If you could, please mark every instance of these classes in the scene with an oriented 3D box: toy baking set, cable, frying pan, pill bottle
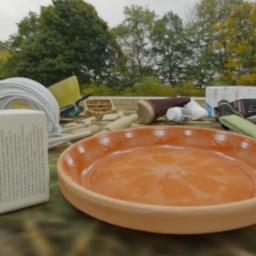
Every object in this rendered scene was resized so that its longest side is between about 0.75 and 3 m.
[{"bbox_3d":[-0.913,0.111,5.822,1.808,0.274,2.356,-8,14,29],"label":"toy baking set"},{"bbox_3d":[-2.260,-0.304,5.971,1.586,1.587,0.549,-9,26,2],"label":"cable"},{"bbox_3d":[-2.622,-0.768,11.615,1.593,0.429,2.633,-14,13,27],"label":"frying pan"},{"bbox_3d":[1.943,-0.487,10.536,0.914,0.530,0.530,4,4,-33],"label":"pill bottle"}]

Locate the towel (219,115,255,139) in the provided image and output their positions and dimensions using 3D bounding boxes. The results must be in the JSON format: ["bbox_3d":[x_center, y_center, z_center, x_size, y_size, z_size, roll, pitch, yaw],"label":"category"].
[{"bbox_3d":[3.001,0.038,7.096,0.931,0.229,1.255,-6,34,-47],"label":"towel"}]

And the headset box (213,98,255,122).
[{"bbox_3d":[4.383,-0.700,10.925,1.228,0.637,1.650,-4,-7,-28],"label":"headset box"}]

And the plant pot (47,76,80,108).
[{"bbox_3d":[-3.255,-1.508,14.119,2.075,1.473,2.075,-26,11,6],"label":"plant pot"}]

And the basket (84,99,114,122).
[{"bbox_3d":[-1.213,-0.753,11.759,1.225,0.912,0.874,-1,8,-15],"label":"basket"}]

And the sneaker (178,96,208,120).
[{"bbox_3d":[2.686,-0.871,12.477,0.927,0.977,2.427,-1,9,-19],"label":"sneaker"}]

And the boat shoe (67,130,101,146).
[{"bbox_3d":[-0.693,0.239,6.051,1.445,0.468,0.520,6,10,29],"label":"boat shoe"}]

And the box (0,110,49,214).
[{"bbox_3d":[-2.170,0.411,2.625,2.675,1.099,0.915,-5,9,-39],"label":"box"}]

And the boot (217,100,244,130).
[{"bbox_3d":[3.431,-0.171,9.344,1.383,0.957,0.536,33,-42,-26],"label":"boot"}]

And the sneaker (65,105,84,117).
[{"bbox_3d":[-2.607,-0.782,13.256,0.671,0.571,1.471,0,15,44],"label":"sneaker"}]

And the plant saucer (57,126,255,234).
[{"bbox_3d":[0.511,0.494,3.519,2.720,0.439,2.720,-1,14,0],"label":"plant saucer"}]

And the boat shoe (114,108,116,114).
[{"bbox_3d":[-1.007,-0.818,14.134,0.440,0.488,1.381,49,20,26],"label":"boat shoe"}]

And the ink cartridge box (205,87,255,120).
[{"bbox_3d":[4.783,-1.178,12.919,1.408,1.433,1.946,-4,10,-32],"label":"ink cartridge box"}]

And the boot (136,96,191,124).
[{"bbox_3d":[1.486,-0.934,11.213,2.165,0.942,2.603,-18,4,-4],"label":"boot"}]
